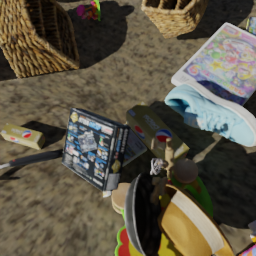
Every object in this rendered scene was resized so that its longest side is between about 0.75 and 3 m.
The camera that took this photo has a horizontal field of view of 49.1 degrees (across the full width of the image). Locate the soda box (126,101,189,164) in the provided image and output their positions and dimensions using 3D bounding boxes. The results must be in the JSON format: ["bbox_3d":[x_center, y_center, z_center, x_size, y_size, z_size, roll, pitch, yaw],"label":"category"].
[{"bbox_3d":[0.712,0.182,7.298,0.579,0.613,1.810,-33,65,-19],"label":"soda box"}]

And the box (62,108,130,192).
[{"bbox_3d":[-0.772,0.401,6.052,0.393,1.359,1.710,2,13,-43],"label":"box"}]

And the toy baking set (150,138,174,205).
[{"bbox_3d":[0.714,0.810,5.659,0.190,1.634,1.254,7,26,22],"label":"toy baking set"}]

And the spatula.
[{"bbox_3d":[-3.094,1.040,6.811,2.991,0.307,0.845,-19,15,-17],"label":"spatula"}]

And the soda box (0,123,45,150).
[{"bbox_3d":[-2.777,0.225,7.437,1.073,0.364,0.344,16,60,10],"label":"soda box"}]

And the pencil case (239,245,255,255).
[{"bbox_3d":[2.612,2.450,5.030,0.924,2.090,0.924,15,44,-14],"label":"pencil case"}]

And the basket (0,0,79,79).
[{"bbox_3d":[-2.740,-3.188,8.597,2.013,1.929,2.702,-11,60,-5],"label":"basket"}]

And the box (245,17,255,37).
[{"bbox_3d":[4.425,-3.125,9.532,0.838,0.264,1.523,16,60,9],"label":"box"}]

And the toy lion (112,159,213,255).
[{"bbox_3d":[0.797,2.141,6.118,2.422,0.831,2.321,-20,68,-13],"label":"toy lion"}]

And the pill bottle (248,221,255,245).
[{"bbox_3d":[3.011,2.462,5.973,0.540,0.540,0.988,-19,60,-11],"label":"pill bottle"}]

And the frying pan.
[{"bbox_3d":[0.481,2.071,5.501,0.421,2.586,1.564,-10,26,21],"label":"frying pan"}]

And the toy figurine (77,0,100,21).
[{"bbox_3d":[-1.394,-4.020,9.701,0.757,0.822,0.617,-18,55,-11],"label":"toy figurine"}]

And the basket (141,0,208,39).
[{"bbox_3d":[1.525,-4.089,8.650,1.424,1.486,1.995,-2,62,43],"label":"basket"}]

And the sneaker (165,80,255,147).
[{"bbox_3d":[2.047,-0.226,7.255,1.110,1.002,2.710,-31,47,-21],"label":"sneaker"}]

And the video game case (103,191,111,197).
[{"bbox_3d":[-0.502,1.169,6.460,0.100,0.870,0.791,0,74,-11],"label":"video game case"}]

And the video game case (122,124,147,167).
[{"bbox_3d":[-0.134,0.458,7.449,0.888,0.112,0.975,-33,65,-18],"label":"video game case"}]

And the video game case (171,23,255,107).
[{"bbox_3d":[3.073,-1.869,8.600,2.123,0.267,2.964,37,72,20],"label":"video game case"}]

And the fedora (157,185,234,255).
[{"bbox_3d":[1.086,1.892,5.168,0.728,1.786,1.786,-37,65,-13],"label":"fedora"}]
